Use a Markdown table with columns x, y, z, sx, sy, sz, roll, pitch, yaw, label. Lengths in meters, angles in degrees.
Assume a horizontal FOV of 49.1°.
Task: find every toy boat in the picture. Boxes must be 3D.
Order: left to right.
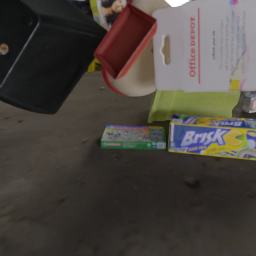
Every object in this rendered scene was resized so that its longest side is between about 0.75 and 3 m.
| x | y | z | sx | sy | sz | roll | pitch | yaw | label |
| --- | --- | --- | --- | --- | --- | --- | --- | --- | --- |
| 0.161 | -1.938 | 6.780 | 1.565 | 2.398 | 1.567 | 28 | -8 | -34 | toy boat |

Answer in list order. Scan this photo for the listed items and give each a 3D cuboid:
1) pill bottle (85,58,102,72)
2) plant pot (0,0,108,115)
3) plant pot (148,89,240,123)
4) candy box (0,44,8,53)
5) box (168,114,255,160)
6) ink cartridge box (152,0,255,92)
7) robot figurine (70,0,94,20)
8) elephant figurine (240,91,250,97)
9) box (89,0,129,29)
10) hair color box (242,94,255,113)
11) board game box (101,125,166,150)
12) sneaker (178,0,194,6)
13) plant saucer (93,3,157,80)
| x | y | z | sx | sy | sz | roll | pitch | yaw | label |
| --- | --- | --- | --- | --- | --- | --- | --- | --- | --- |
| -1.508 | -2.827 | 10.807 | 2.285 | 1.306 | 1.306 | -10 | 23 | -16 | pill bottle |
| -2.056 | -1.623 | 5.152 | 2.213 | 2.218 | 1.968 | 40 | 15 | 3 | plant pot |
| 2.123 | -1.190 | 9.050 | 2.435 | 2.649 | 2.649 | 13 | 22 | 1 | plant pot |
| -4.201 | -2.845 | 10.072 | 0.248 | 0.518 | 0.898 | -11 | -23 | 14 | candy box |
| 2.285 | 0.210 | 7.218 | 2.422 | 0.849 | 0.779 | 5 | 22 | 13 | box |
| 1.863 | -1.475 | 5.034 | 2.732 | 1.591 | 0.922 | 3 | 13 | 27 | ink cartridge box |
| -1.665 | -4.297 | 10.362 | 1.712 | 1.068 | 1.286 | -29 | 60 | -19 | robot figurine |
| 2.752 | -1.405 | 10.699 | 2.582 | 1.827 | 2.003 | -12 | -19 | -9 | elephant figurine |
| 0.032 | -4.341 | 9.867 | 2.625 | 0.988 | 0.658 | -27 | 33 | -19 | box |
| 4.889 | -0.965 | 10.572 | 1.196 | 0.598 | 0.362 | -11 | 24 | -25 | hair color box |
| 0.171 | 0.254 | 7.946 | 1.730 | 0.252 | 1.164 | 1 | 22 | 3 | board game box |
| 1.391 | -3.418 | 8.830 | 1.456 | 0.766 | 2.016 | -13 | 23 | 23 | sneaker |
| -0.044 | -1.405 | 4.597 | 0.199 | 1.084 | 1.082 | 25 | 20 | -40 | plant saucer |
